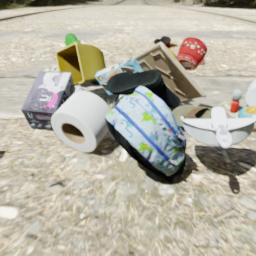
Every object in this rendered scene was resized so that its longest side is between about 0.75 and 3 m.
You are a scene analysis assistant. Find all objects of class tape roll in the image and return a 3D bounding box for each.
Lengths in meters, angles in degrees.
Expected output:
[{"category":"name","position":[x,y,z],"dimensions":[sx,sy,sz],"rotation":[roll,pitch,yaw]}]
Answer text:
[{"category":"tape roll","position":[-1.468,-0.187,9.069],"dimensions":[1.694,1.694,1.163],"rotation":[14,47,23]}]

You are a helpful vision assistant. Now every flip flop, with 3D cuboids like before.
[{"category":"flip flop","position":[2.569,-0.395,9.949],"dimensions":[2.108,0.855,0.607],"rotation":[8,-10,14]}]

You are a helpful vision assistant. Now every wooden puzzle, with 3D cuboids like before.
[{"category":"wooden puzzle","position":[1.424,-1.994,10.560],"dimensions":[0.629,2.517,2.717],"rotation":[-52,20,-17]}]

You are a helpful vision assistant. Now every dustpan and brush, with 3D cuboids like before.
[{"category":"dustpan and brush","position":[2.229,0.022,6.772],"dimensions":[1.985,0.814,2.844],"rotation":[-1,27,14]}]

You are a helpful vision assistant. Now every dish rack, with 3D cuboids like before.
[{"category":"dish rack","position":[-1.136,-0.780,11.231],"dimensions":[2.109,0.575,1.618],"rotation":[6,28,-14]}]

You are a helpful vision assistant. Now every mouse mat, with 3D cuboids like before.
[{"category":"mouse mat","position":[-1.141,-3.064,15.987],"dimensions":[2.759,0.104,2.220],"rotation":[-18,35,-27]}]

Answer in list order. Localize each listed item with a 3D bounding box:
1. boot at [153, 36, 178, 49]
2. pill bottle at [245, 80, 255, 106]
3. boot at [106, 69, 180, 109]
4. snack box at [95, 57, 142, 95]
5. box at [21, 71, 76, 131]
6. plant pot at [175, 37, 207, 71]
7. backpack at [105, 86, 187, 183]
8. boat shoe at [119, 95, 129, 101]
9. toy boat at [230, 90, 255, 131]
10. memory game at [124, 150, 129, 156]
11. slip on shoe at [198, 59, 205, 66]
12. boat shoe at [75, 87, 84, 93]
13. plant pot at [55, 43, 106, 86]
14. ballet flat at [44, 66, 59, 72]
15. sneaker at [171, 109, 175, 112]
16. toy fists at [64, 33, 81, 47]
[{"category":"boot","position":[1.451,-2.974,9.944],"dimensions":[0.837,0.287,0.788],"rotation":[6,-4,-38]},{"category":"pill bottle","position":[5.983,-1.624,12.283],"dimensions":[1.242,1.242,2.172],"rotation":[21,36,32]},{"category":"boot","position":[0.577,-1.241,10.499],"dimensions":[2.344,1.969,0.895],"rotation":[-3,61,33]},{"category":"snack box","position":[-0.290,-1.988,10.985],"dimensions":[1.807,1.050,0.335],"rotation":[-15,40,31]},{"category":"box","position":[-2.920,-1.051,10.649],"dimensions":[1.359,1.180,2.056],"rotation":[5,55,8]},{"category":"plant pot","position":[2.101,-2.470,9.497],"dimensions":[0.915,0.915,0.833],"rotation":[20,70,31]},{"category":"backpack","position":[0.483,0.124,7.353],"dimensions":[2.540,1.953,2.072],"rotation":[24,21,-47]},{"category":"boat shoe","position":[0.446,-1.378,11.246],"dimensions":[1.932,0.684,0.670],"rotation":[-11,37,40]},{"category":"toy boat","position":[4.760,-0.709,10.956],"dimensions":[1.790,0.990,2.130],"rotation":[-12,32,-19]},{"category":"memory game","position":[0.397,0.592,9.162],"dimensions":[1.101,0.070,1.101],"rotation":[-8,44,8]},{"category":"slip on shoe","position":[4.288,-4.199,17.564],"dimensions":[1.584,0.485,0.587],"rotation":[-20,34,-33]},{"category":"boat shoe","position":[-1.578,-0.892,10.162],"dimensions":[0.446,1.206,0.514],"rotation":[-31,43,-31]},{"category":"plant pot","position":[-1.856,-2.636,11.891],"dimensions":[1.585,1.574,1.621],"rotation":[-5,8,45]},{"category":"ballet flat","position":[-4.158,-2.942,15.076],"dimensions":[0.694,0.726,2.061],"rotation":[27,39,20]},{"category":"sneaker","position":[2.011,-0.474,11.170],"dimensions":[0.646,0.452,1.118],"rotation":[7,37,5]},{"category":"toy fists","position":[-2.577,-3.391,13.306],"dimensions":[0.709,2.061,1.051],"rotation":[-9,55,-22]}]
